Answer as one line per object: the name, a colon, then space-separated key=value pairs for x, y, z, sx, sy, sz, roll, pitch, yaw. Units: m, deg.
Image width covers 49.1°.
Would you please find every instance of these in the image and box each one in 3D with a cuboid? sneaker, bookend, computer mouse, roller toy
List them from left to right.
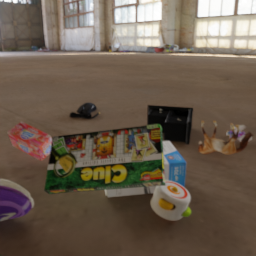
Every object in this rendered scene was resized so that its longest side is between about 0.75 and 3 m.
sneaker: x=-3.420 y=1.936 z=5.843 sx=2.839 sy=1.144 sz=1.184 roll=-11 pitch=36 yaw=-5
computer mouse: x=-1.965 y=-0.939 z=14.242 sx=1.366 sy=0.448 sz=1.946 roll=7 pitch=21 yaw=22
bookend: x=1.589 y=-0.198 z=11.483 sx=2.003 sy=0.922 sz=1.990 roll=5 pitch=20 yaw=15
roller toy: x=0.975 y=1.641 z=6.474 sx=0.912 sy=0.637 sz=0.832 roll=8 pitch=23 yaw=-26

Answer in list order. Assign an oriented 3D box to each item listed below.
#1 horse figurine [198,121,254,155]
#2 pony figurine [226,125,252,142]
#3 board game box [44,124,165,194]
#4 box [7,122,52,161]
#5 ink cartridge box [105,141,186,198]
horse figurine: x=2.937 y=0.401 z=8.772 sx=1.762 sy=1.168 sz=0.440 roll=9 pitch=15 yaw=40
pony figurine: x=4.210 y=0.243 z=10.817 sx=0.873 sy=0.753 sz=0.904 roll=-27 pitch=13 yaw=24
board game box: x=-0.555 y=0.729 z=6.524 sx=2.748 sy=0.322 sz=1.440 roll=-7 pitch=61 yaw=12
box: x=-3.215 y=0.438 z=9.276 sx=1.341 sy=0.688 sz=0.635 roll=23 pitch=48 yaw=20
ink cartridge box: x=0.363 y=1.107 z=7.892 sx=2.118 sy=0.909 sz=1.551 roll=-2 pitch=20 yaw=-10
